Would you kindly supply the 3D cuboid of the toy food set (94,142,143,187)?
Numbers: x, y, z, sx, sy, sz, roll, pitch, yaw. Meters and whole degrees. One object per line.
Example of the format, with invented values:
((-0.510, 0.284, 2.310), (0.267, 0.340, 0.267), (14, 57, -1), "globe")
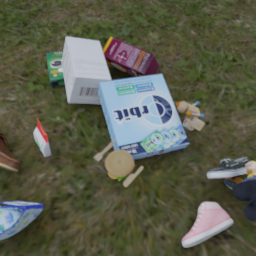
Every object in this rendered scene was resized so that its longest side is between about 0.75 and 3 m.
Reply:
((-0.268, 1.067, 8.174), (1.306, 0.262, 0.901), (40, 69, 19), "toy food set")

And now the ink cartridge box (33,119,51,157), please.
((-2.890, 0.331, 9.262), (0.269, 1.076, 0.866), (-25, 55, -24), "ink cartridge box")

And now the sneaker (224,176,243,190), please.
((3.481, 1.879, 8.459), (0.456, 0.534, 1.212), (-46, 41, -20), "sneaker")

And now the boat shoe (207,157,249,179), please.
((2.970, 1.175, 8.366), (1.622, 0.585, 0.575), (-5, 80, -29), "boat shoe")

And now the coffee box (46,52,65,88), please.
((-2.838, -2.563, 12.004), (1.161, 0.415, 1.888), (-12, 53, -11), "coffee box")

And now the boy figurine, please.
((3.552, 1.554, 7.086), (2.559, 0.825, 1.591), (-6, 66, -48), "boy figurine")

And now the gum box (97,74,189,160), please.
((0.458, -0.402, 9.537), (2.377, 0.623, 2.798), (-10, 68, -17), "gum box")

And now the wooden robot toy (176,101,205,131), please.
((1.877, -0.475, 9.171), (0.821, 0.797, 1.810), (29, 27, -12), "wooden robot toy")

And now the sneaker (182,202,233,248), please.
((2.014, 2.608, 7.730), (1.647, 0.620, 0.861), (-18, 57, -22), "sneaker")

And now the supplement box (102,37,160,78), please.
((0.097, -2.754, 11.520), (2.108, 1.163, 0.903), (28, 88, 20), "supplement box")

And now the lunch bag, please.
((-3.030, 2.342, 7.324), (1.330, 1.131, 0.848), (-24, 76, 1), "lunch bag")

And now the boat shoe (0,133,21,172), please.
((-4.520, 0.453, 9.050), (2.902, 1.045, 0.980), (27, 77, 23), "boat shoe")

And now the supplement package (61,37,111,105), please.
((-1.670, -2.177, 10.689), (1.357, 1.362, 2.322), (0, 52, -23), "supplement package")
